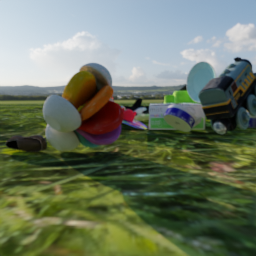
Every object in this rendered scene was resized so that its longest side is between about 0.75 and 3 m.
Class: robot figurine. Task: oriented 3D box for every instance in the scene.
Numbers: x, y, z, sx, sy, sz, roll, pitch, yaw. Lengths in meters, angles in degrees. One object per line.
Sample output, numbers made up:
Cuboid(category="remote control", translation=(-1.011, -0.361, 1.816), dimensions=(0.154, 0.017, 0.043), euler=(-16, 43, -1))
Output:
Cuboid(category="robot figurine", translation=(2.889, -1.019, 12.982), dimensions=(2.416, 1.398, 2.120), euler=(-1, -25, 3))

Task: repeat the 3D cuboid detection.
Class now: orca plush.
Cuboid(category="orca plush", translation=(0.548, -0.842, 11.744), dimensions=(2.638, 0.938, 1.388), euler=(-6, -11, 26))

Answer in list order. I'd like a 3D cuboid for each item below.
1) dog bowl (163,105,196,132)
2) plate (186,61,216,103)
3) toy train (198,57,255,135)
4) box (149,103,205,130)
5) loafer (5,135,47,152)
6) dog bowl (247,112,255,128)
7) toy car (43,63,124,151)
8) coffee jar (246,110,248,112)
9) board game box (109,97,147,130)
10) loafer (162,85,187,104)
Cuboid(category="dog bowl", translation=(1.634, -0.295, 8.888), dimensions=(0.981, 0.386, 0.981), euler=(29, -17, 9))
Cuboid(category="plate", translation=(2.671, -1.652, 10.131), dimensions=(0.188, 1.472, 1.472), euler=(-4, 7, -30))
Cuboid(category="toy train", translation=(3.326, -1.069, 8.811), dimensions=(1.254, 1.677, 2.942), euler=(-5, 30, 49))
Cuboid(category="box", translation=(1.730, -0.460, 10.246), dimensions=(1.906, 0.922, 1.682), euler=(1, 7, 5))
Cuboid(category="loafer", translation=(-2.139, 0.367, 5.849), dimensions=(0.983, 0.359, 0.349), euler=(-2, 16, 22))
Cuboid(category="dog bowl", translation=(4.940, -0.320, 10.858), dimensions=(1.309, 0.516, 1.309), euler=(0, 7, 0))
Cuboid(category="toy car", translation=(-0.757, -0.254, 5.735), dimensions=(1.396, 1.629, 1.861), euler=(32, -32, 7))
Cuboid(category="coffee jar", translation=(5.960, -1.163, 14.195), dimensions=(1.186, 1.450, 2.780), euler=(-3, 6, -17))
Cuboid(category="board game box", translation=(-0.567, -0.765, 9.976), dimensions=(2.919, 0.568, 2.306), euler=(20, 9, -10))
Cuboid(category="loafer", translation=(2.915, -1.484, 14.718), dimensions=(2.973, 1.061, 1.085), euler=(-36, -5, -19))
